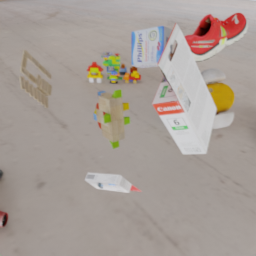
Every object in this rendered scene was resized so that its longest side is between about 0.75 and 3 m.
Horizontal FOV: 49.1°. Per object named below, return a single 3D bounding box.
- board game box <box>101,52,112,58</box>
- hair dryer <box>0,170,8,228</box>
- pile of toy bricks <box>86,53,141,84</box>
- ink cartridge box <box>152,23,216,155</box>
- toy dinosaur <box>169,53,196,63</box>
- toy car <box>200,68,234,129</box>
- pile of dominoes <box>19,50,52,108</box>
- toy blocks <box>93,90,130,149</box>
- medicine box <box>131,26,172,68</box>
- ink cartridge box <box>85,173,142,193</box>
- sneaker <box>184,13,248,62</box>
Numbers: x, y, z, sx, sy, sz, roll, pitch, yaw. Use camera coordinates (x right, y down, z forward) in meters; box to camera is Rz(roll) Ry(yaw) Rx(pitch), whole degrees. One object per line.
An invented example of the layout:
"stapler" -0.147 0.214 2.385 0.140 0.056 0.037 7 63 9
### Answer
"board game box" -1.342 -4.559 17.609 0.554 0.141 0.819 4 33 7
"hair dryer" -3.936 1.723 7.140 2.716 0.738 2.068 29 41 36
"pile of toy bricks" -0.680 -3.108 14.202 2.688 1.327 1.491 2 32 3
"ink cartridge box" 1.173 -0.753 6.268 0.666 2.643 1.440 -6 45 37
"toy dinosaur" 2.126 -2.350 10.418 1.582 0.808 1.074 -9 12 -37
"toy car" 2.576 -0.943 10.507 2.478 2.168 1.858 -10 -3 -11
"pile of dominoes" -2.379 -1.176 7.096 0.206 1.295 1.010 -5 68 17
"toy blocks" -0.513 -0.308 6.904 0.696 1.393 0.953 -17 25 -31
"medicine box" 0.894 -3.017 10.607 1.445 1.316 0.744 3 5 36
"ink cartridge box" -0.269 1.066 5.138 0.821 0.723 0.184 -4 54 41
"sneaker" 2.851 -3.154 8.998 2.695 1.144 1.038 -38 32 -20
